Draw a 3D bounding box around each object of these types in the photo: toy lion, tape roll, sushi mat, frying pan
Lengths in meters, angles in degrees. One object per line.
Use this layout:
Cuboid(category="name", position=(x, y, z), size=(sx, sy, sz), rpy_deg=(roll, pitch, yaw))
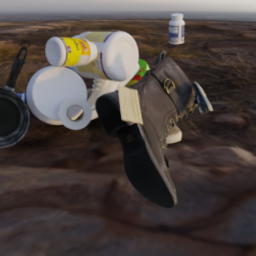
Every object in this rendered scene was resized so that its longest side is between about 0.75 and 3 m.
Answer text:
Cuboid(category="toy lion", position=(-0.094, -1.269, 9.418), size=(2.664, 0.954, 2.779), rpy_deg=(8, 57, 38))
Cuboid(category="tape roll", position=(-1.297, -0.363, 6.874), size=(0.806, 0.806, 0.282), rpy_deg=(-4, 8, -9))
Cuboid(category="sushi mat", position=(0.028, -0.402, 4.799), size=(0.390, 0.049, 0.816), rpy_deg=(11, 49, -22))
Cuboid(category="frying pan", position=(-3.224, -0.748, 6.889), size=(1.511, 2.498, 0.407), rpy_deg=(0, 6, -12))

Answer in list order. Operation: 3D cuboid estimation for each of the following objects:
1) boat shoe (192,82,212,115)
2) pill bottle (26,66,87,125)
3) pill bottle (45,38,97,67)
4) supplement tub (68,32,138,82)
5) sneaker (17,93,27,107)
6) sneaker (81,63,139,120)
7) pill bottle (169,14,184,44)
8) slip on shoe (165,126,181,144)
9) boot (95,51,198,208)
Cuboid(category="boat shoe", position=(1.551, -0.669, 6.151), size=(0.302, 0.321, 0.893), rpy_deg=(-30, 47, 21))
Cuboid(category="pill bottle", position=(-2.144, -0.923, 8.299), size=(1.656, 1.656, 2.859), rpy_deg=(-9, 6, -17))
Cuboid(category="pill bottle", position=(-1.247, -1.721, 6.360), size=(0.620, 0.620, 1.135), rpy_deg=(18, 24, 33))
Cuboid(category="supplement tub", position=(-0.746, -1.945, 7.593), size=(1.737, 1.263, 1.263), rpy_deg=(15, 30, 38))
Cuboid(category="sneaker", position=(-3.580, -0.563, 8.746), size=(0.715, 0.643, 1.739), rpy_deg=(-1, 26, -14))
Cuboid(category="sneaker", position=(-0.731, -1.436, 8.860), size=(0.978, 0.948, 2.678), rpy_deg=(5, 53, 50))
Cuboid(category="pill bottle", position=(1.953, -3.995, 11.306), size=(0.608, 1.094, 0.608), rpy_deg=(-3, 31, 2))
Cuboid(category="slip on shoe", position=(0.626, -0.423, 9.093), size=(1.115, 0.889, 2.934), rpy_deg=(-12, 29, -23))
Cuboid(category="boot", position=(0.845, -0.082, 6.064), size=(2.518, 2.892, 1.001), rpy_deg=(-33, 11, -39))
